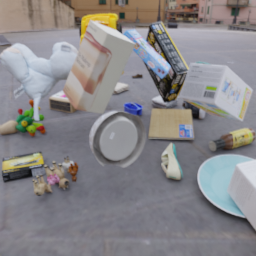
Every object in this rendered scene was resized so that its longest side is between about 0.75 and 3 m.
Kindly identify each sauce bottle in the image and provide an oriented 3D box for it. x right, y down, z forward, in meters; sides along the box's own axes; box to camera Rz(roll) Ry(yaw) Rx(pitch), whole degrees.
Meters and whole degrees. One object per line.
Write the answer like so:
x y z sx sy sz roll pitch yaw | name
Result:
4.026 0.495 10.859 1.990 0.644 0.644 -14 29 -23 | sauce bottle

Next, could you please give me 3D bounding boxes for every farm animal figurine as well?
-2.207 1.572 8.601 1.440 0.751 1.424 -19 19 -20 | farm animal figurine

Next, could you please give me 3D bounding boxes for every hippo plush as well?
-3.036 -2.382 10.394 2.395 2.373 2.979 -29 32 11 | hippo plush

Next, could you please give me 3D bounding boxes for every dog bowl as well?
-0.310 0.283 7.432 1.589 1.589 0.466 -15 22 -28 | dog bowl

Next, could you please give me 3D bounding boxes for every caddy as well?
0.245 -0.970 13.923 0.743 0.552 1.051 -20 32 -34 | caddy

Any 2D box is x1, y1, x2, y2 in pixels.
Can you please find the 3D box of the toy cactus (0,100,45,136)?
-4.589 -0.251 12.071 1.916 1.188 2.323 -20 40 -18 | toy cactus

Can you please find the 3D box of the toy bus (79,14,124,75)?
-1.209 -3.150 11.215 1.806 2.661 2.555 -2 20 9 | toy bus

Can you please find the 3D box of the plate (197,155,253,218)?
3.325 1.727 8.334 2.506 0.320 2.506 -1 35 1 | plate

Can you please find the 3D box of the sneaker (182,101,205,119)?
3.327 -1.161 14.027 1.174 0.779 2.063 10 30 15 | sneaker

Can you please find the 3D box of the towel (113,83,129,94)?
-1.092 -2.541 17.402 2.077 0.358 1.376 19 30 35 | towel

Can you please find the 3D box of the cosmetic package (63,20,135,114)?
-0.937 -1.761 8.385 1.040 2.384 1.232 8 27 -40 | cosmetic package

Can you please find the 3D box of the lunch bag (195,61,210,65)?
3.250 -2.085 11.859 0.797 1.114 1.308 -23 44 -12 | lunch bag

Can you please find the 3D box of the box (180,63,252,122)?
2.954 -1.125 9.232 1.301 1.172 2.313 18 0 44 | box

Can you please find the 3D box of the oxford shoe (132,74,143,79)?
0.634 -3.668 19.727 0.785 0.331 0.285 -5 28 -6 | oxford shoe

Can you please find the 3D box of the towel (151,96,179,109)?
1.965 -1.369 14.821 0.993 0.513 1.200 21 34 39 | towel

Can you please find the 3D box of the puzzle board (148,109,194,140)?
1.898 -0.177 12.390 1.843 0.213 2.446 2 33 8 | puzzle board

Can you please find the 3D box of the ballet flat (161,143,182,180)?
1.426 1.120 9.635 0.642 0.642 1.849 0 26 1 | ballet flat

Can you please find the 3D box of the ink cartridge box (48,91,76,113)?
-3.104 -1.473 14.838 1.432 0.653 1.738 11 29 20 | ink cartridge box

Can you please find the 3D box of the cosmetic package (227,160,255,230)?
3.444 1.929 6.872 0.811 1.113 2.190 -11 40 -15 | cosmetic package

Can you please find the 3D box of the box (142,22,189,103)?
1.496 -2.728 11.954 0.664 2.147 2.689 -16 66 -16 | box

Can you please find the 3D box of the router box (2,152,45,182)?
-3.541 1.293 9.492 1.316 0.344 1.035 -10 28 -19 | router box

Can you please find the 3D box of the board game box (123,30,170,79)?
0.631 -2.474 9.241 1.810 0.331 1.369 43 23 -5 | board game box
